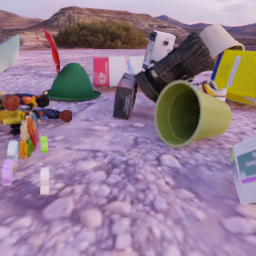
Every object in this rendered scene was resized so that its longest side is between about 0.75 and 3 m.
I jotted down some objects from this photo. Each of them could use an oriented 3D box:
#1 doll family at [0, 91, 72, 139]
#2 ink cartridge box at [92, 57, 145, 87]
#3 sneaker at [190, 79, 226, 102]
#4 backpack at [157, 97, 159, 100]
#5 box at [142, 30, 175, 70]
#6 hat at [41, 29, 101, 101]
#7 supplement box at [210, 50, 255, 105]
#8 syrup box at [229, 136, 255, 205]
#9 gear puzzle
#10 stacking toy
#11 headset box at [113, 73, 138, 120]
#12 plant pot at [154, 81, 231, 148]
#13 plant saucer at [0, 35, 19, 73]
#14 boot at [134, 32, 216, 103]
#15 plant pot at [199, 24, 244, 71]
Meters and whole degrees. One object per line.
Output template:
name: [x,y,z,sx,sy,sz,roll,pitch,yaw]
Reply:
doll family: [-2.512,-0.434,6.946,1.571,1.067,2.718,0,15,19]
ink cartridge box: [-0.114,-2.466,12.238,2.917,1.249,2.153,0,11,-7]
sneaker: [2.351,-1.288,9.043,1.754,0.790,0.657,34,34,30]
backpack: [1.305,-0.542,7.734,0.920,0.750,0.707,-14,54,-13]
box: [0.915,-2.275,8.473,0.681,1.167,0.351,2,28,-29]
hat: [-2.096,-2.348,10.425,2.211,2.349,2.669,-4,18,-19]
supplement box: [4.148,-1.506,8.857,1.428,1.437,2.624,14,6,-41]
syrup box: [2.673,0.492,3.874,2.232,0.909,0.879,-3,-16,-11]
gear puzzle: [-1.926,0.176,5.521,0.186,0.736,1.421,-3,19,-6]
stacking toy: [-1.929,0.523,4.574,1.213,0.378,1.609,0,27,-17]
headset box: [-0.066,-0.907,8.085,0.491,0.973,1.309,12,29,4]
plant pot: [1.546,-0.254,6.259,1.341,1.413,1.413,4,13,-35]
plant saucer: [-3.611,-1.276,6.565,2.742,0.493,2.742,-24,27,13]
boot: [1.505,-1.541,8.154,2.036,1.025,2.723,-34,-11,15]
plant pot: [3.165,-2.924,9.917,1.349,1.235,1.349,-20,-21,-8]
